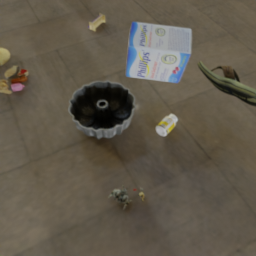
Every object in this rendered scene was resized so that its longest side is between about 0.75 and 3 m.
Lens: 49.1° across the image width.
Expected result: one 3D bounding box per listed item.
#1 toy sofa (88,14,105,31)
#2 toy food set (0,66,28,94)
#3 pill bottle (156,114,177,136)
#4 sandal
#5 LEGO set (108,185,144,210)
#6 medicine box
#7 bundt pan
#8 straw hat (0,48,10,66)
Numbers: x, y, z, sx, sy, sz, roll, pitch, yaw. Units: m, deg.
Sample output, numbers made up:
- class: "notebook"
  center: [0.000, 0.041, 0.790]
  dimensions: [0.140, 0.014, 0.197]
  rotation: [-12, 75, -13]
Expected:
- class: "toy sofa"
  center: [-1.625, -5.377, 14.191]
  dimensions: [0.485, 0.412, 0.995]
  rotation: [26, 57, 17]
- class: "toy food set"
  center: [-4.748, -1.931, 11.657]
  dimensions: [1.135, 0.281, 1.786]
  rotation: [13, 46, 10]
- class: "pill bottle"
  center: [1.406, -0.113, 10.104]
  dimensions: [0.467, 0.467, 0.834]
  rotation: [33, 59, 23]
- class: "sandal"
  center: [3.418, -1.577, 9.283]
  dimensions: [2.649, 1.052, 0.756]
  rotation: [40, 97, 39]
- class: "LEGO set"
  center: [-0.046, 2.027, 8.456]
  dimensions: [1.089, 0.309, 0.707]
  rotation: [-20, 69, -8]
- class: "medicine box"
  center: [0.998, -2.582, 9.857]
  dimensions: [2.032, 1.851, 1.046]
  rotation: [6, 68, -1]
- class: "bundt pan"
  center: [-0.913, -0.585, 10.194]
  dimensions: [2.417, 0.907, 2.417]
  rotation: [0, 53, 0]
- class: "straw hat"
  center: [-6.152, -3.348, 12.471]
  dimensions: [1.582, 0.670, 1.582]
  rotation: [0, 52, 1]
